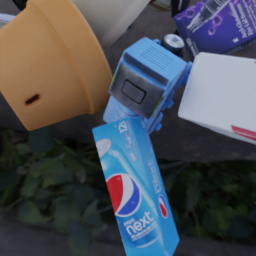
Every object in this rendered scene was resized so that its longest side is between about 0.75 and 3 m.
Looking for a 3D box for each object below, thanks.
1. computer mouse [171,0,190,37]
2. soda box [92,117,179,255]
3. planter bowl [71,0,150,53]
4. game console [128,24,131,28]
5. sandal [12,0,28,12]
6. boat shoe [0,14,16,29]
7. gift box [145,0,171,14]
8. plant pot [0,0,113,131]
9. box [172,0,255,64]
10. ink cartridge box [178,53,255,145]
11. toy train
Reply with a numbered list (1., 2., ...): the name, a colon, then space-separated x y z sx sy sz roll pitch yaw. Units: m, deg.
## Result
1. computer mouse: 1.596 -3.549 7.856 0.487 2.115 1.485 12 46 21
2. soda box: 0.144 1.003 4.813 0.740 0.783 2.308 -18 84 20
3. planter bowl: -0.663 -3.560 7.327 1.874 2.784 2.784 37 60 -20
4. game console: -0.510 -4.140 11.099 1.236 0.149 0.729 1 60 0
5. sandal: -2.941 -3.791 7.789 0.873 2.324 0.556 -47 55 2
6. boat shoe: -3.141 -2.326 6.456 1.658 0.597 0.514 -10 88 -37
7. gift box: 0.936 -3.771 8.069 0.729 0.781 0.720 8 95 -31
8. plant pot: -1.852 -1.260 6.158 1.972 2.818 2.818 -32 65 -16
9. box: 2.291 -2.483 6.842 1.911 0.997 1.414 -26 87 28
10. ink cartridge box: 2.666 -0.272 5.442 2.146 2.955 1.232 19 93 37
11. toy train: 0.247 -0.567 5.750 1.201 2.770 1.582 37 46 10
